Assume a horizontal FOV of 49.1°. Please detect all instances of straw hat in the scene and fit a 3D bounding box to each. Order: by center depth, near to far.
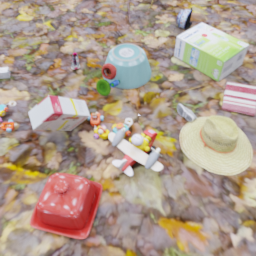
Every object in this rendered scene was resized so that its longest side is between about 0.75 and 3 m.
[{"bbox_3d":[3.392,0.225,10.360,2.871,1.215,2.871,0,50,0],"label":"straw hat"}]

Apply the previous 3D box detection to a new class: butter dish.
[{"bbox_3d":[-1.934,2.111,8.592,1.947,1.443,1.952,11,50,8],"label":"butter dish"}]

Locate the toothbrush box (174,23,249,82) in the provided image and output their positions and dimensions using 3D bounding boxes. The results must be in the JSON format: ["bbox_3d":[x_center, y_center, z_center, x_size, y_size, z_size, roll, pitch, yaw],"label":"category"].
[{"bbox_3d":[4.019,-3.795,13.782,2.052,1.213,2.818,-34,56,-26],"label":"toothbrush box"}]

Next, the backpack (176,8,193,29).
[{"bbox_3d":[3.210,-6.197,16.022,0.803,1.042,0.993,14,56,19],"label":"backpack"}]

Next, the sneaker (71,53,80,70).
[{"bbox_3d":[-2.646,-3.280,13.873,0.434,0.402,1.076,-8,51,-7],"label":"sneaker"}]

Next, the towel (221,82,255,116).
[{"bbox_3d":[4.919,-1.309,12.334,1.362,0.215,1.891,14,49,14],"label":"towel"}]

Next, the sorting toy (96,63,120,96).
[{"bbox_3d":[-0.778,-2.076,12.068,0.887,1.476,0.606,33,36,15],"label":"sorting toy"}]

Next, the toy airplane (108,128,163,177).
[{"bbox_3d":[0.228,0.766,9.834,1.838,1.297,1.830,-3,49,-2],"label":"toy airplane"}]

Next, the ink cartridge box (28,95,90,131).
[{"bbox_3d":[-2.481,-0.487,10.260,1.760,1.277,0.734,2,61,-54],"label":"ink cartridge box"}]

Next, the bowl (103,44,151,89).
[{"bbox_3d":[-0.058,-3.046,13.128,2.382,1.246,2.382,0,51,0],"label":"bowl"}]

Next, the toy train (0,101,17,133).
[{"bbox_3d":[-5.014,-0.374,11.406,1.150,0.426,1.531,-6,54,-6],"label":"toy train"}]

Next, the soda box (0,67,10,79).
[{"bbox_3d":[-6.248,-2.561,13.278,1.173,0.373,0.399,-8,50,-6],"label":"soda box"}]

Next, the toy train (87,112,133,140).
[{"bbox_3d":[-0.768,-0.186,11.160,1.860,0.517,1.397,4,50,4],"label":"toy train"}]

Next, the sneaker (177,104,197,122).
[{"bbox_3d":[2.438,-0.628,11.706,0.422,0.385,1.030,-13,51,-35],"label":"sneaker"}]
